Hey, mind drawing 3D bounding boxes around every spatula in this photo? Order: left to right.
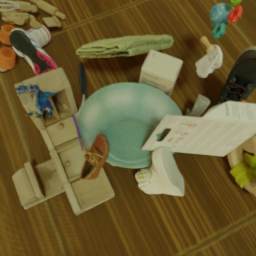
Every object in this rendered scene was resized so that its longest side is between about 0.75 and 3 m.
[{"bbox_3d":[-1.330,-0.692,7.823,0.295,0.812,2.874,0,61,-1],"label":"spatula"}]

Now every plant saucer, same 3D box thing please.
[{"bbox_3d":[0.045,0.201,7.034,2.759,2.759,0.531,5,38,2],"label":"plant saucer"}]

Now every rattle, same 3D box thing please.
[{"bbox_3d":[3.742,0.385,7.239,1.990,2.786,1.814,-10,27,0],"label":"rattle"}]

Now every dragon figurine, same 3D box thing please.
[{"bbox_3d":[-1.871,-0.621,6.123,0.438,1.490,0.741,12,100,15],"label":"dragon figurine"}]

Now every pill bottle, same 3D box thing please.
[{"bbox_3d":[-3.349,-3.012,9.701,0.694,0.694,1.224,30,54,12],"label":"pill bottle"}]

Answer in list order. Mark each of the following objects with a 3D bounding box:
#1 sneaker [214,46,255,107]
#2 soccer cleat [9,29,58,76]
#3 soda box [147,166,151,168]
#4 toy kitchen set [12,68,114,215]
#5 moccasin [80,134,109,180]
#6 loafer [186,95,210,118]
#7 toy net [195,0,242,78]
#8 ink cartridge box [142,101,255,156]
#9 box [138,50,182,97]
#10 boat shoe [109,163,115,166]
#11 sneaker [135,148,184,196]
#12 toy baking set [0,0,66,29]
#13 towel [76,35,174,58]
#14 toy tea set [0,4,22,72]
[{"bbox_3d":[3.028,-1.002,7.652,0.903,2.416,1.283,27,66,14],"label":"sneaker"},{"bbox_3d":[-2.832,-2.227,8.925,0.755,0.933,2.161,-33,109,10],"label":"soccer cleat"},{"bbox_3d":[0.377,0.470,7.691,0.654,1.930,0.618,-28,45,27],"label":"soda box"},{"bbox_3d":[-2.062,0.744,7.149,2.414,2.670,2.959,-24,70,-12],"label":"toy kitchen set"},{"bbox_3d":[-0.852,0.724,6.811,0.531,1.376,0.503,-8,48,-43],"label":"moccasin"},{"bbox_3d":[1.952,-0.405,8.508,0.454,0.455,1.302,37,108,12],"label":"loafer"},{"bbox_3d":[2.486,-2.389,7.467,0.459,1.246,2.375,20,79,-31],"label":"toy net"},{"bbox_3d":[1.618,0.029,6.372,2.243,1.823,0.640,9,61,-10],"label":"ink cartridge box"},{"bbox_3d":[0.686,-0.937,7.273,0.862,2.098,0.717,21,61,8],"label":"box"},{"bbox_3d":[-0.050,0.499,8.508,0.546,0.480,1.535,37,71,16],"label":"boat shoe"},{"bbox_3d":[0.667,1.239,7.276,1.204,2.083,0.768,-5,52,22],"label":"sneaker"},{"bbox_3d":[-3.625,-4.297,10.085,2.643,0.308,2.029,35,40,15],"label":"toy baking set"},{"bbox_3d":[-0.019,-2.520,8.546,2.015,0.495,2.716,10,24,38],"label":"towel"},{"bbox_3d":[-4.759,-3.236,9.988,1.715,1.068,2.884,7,60,-29],"label":"toy tea set"}]
